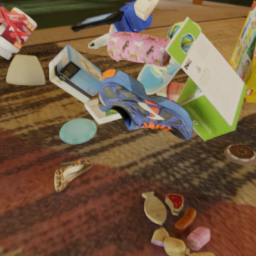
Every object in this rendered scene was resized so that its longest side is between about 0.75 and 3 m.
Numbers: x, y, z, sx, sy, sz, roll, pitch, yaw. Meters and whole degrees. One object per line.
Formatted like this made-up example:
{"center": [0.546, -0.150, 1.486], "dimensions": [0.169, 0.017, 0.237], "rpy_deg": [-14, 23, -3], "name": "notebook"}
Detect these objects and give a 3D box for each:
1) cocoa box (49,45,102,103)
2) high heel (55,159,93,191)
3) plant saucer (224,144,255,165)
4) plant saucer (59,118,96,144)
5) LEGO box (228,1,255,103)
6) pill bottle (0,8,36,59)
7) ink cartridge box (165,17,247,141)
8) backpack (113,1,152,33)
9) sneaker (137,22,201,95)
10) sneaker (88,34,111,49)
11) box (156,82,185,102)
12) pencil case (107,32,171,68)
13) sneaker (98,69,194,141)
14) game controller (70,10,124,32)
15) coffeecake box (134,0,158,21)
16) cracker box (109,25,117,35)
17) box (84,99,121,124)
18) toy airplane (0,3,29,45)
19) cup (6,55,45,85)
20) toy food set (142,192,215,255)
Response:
{"center": [-1.819, -1.883, 9.950], "dimensions": [1.071, 1.633, 1.089], "rpy_deg": [-38, 44, 20], "name": "cocoa box"}
{"center": [-1.603, 1.382, 8.335], "dimensions": [1.009, 0.506, 1.416], "rpy_deg": [-6, 25, 2], "name": "high heel"}
{"center": [3.821, 0.855, 9.476], "dimensions": [1.058, 0.170, 1.058], "rpy_deg": [0, 35, 0], "name": "plant saucer"}
{"center": [-1.223, 0.047, 6.791], "dimensions": [0.891, 0.891, 0.160], "rpy_deg": [-11, 50, -16], "name": "plant saucer"}
{"center": [4.524, -2.523, 9.647], "dimensions": [1.055, 2.735, 2.037], "rpy_deg": [4, 51, 0], "name": "LEGO box"}
{"center": [-3.864, -3.113, 9.376], "dimensions": [0.875, 0.875, 1.549], "rpy_deg": [36, 91, 42], "name": "pill bottle"}
{"center": [1.993, -1.407, 8.050], "dimensions": [1.082, 2.857, 2.111], "rpy_deg": [-30, 21, 47], "name": "ink cartridge box"}
{"center": [0.207, -4.595, 11.991], "dimensions": [1.314, 1.272, 1.566], "rpy_deg": [-46, 30, -18], "name": "backpack"}
{"center": [1.302, -2.424, 9.437], "dimensions": [1.157, 1.899, 2.909], "rpy_deg": [45, 92, 11], "name": "sneaker"}
{"center": [-0.939, -2.865, 9.393], "dimensions": [0.918, 0.323, 0.368], "rpy_deg": [-19, 10, 29], "name": "sneaker"}
{"center": [2.181, -1.157, 11.668], "dimensions": [1.941, 1.057, 1.241], "rpy_deg": [7, 34, 11], "name": "box"}
{"center": [0.345, -2.273, 8.122], "dimensions": [1.861, 0.805, 0.771], "rpy_deg": [14, 58, 23], "name": "pencil case"}
{"center": [0.407, -0.327, 7.027], "dimensions": [2.742, 1.033, 1.075], "rpy_deg": [28, 75, -12], "name": "sneaker"}
{"center": [-1.178, -4.000, 10.499], "dimensions": [2.091, 0.440, 1.091], "rpy_deg": [2, 28, 33], "name": "game controller"}
{"center": [0.646, -4.308, 9.653], "dimensions": [0.418, 0.878, 1.144], "rpy_deg": [36, 9, 0], "name": "coffeecake box"}
{"center": [-0.245, -4.544, 13.465], "dimensions": [1.294, 0.867, 0.373], "rpy_deg": [5, 49, -17], "name": "cracker box"}
{"center": [-1.019, -0.772, 11.795], "dimensions": [1.155, 0.291, 1.600], "rpy_deg": [-17, 38, -23], "name": "box"}
{"center": [-3.176, -2.839, 7.626], "dimensions": [1.279, 1.279, 0.235], "rpy_deg": [6, 55, 9], "name": "toy airplane"}
{"center": [-3.095, -1.773, 8.483], "dimensions": [1.120, 0.801, 1.120], "rpy_deg": [5, 17, -2], "name": "cup"}
{"center": [1.222, 2.444, 6.967], "dimensions": [1.490, 0.369, 2.344], "rpy_deg": [-3, 26, -5], "name": "toy food set"}
